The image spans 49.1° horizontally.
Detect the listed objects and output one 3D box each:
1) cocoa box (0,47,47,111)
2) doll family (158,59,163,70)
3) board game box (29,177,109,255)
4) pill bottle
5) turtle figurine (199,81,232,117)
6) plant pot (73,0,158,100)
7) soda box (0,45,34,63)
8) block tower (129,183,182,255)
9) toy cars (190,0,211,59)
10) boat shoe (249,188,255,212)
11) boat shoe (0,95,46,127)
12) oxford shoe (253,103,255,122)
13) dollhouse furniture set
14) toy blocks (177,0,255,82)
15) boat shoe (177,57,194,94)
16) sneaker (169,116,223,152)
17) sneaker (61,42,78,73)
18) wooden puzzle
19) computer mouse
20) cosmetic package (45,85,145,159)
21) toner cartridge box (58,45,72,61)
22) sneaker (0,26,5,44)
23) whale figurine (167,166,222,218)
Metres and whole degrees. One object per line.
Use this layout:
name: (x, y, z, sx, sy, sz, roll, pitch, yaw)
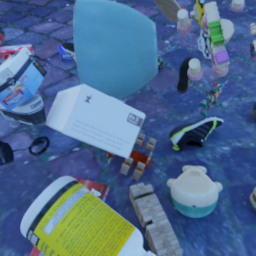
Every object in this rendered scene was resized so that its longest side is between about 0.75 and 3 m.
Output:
cocoa box: (-2.419, -1.078, 6.124, 0.775, 0.762, 1.162, -27, 31, 19)
doll family: (1.285, -2.833, 12.721, 0.621, 0.421, 1.074, 9, 50, 3)
board game box: (-1.466, 2.435, 7.479, 1.241, 0.234, 2.411, 11, 46, 10)
pill bottle: (-0.760, 2.528, 6.154, 2.896, 1.628, 1.628, 35, 53, 12)
turtle figurine: (2.577, -0.894, 8.355, 1.171, 0.877, 0.590, -43, 37, -17)
plant pot: (-0.183, -2.118, 7.837, 1.958, 2.907, 2.907, -3, 44, 5)
soda box: (-5.409, -3.508, 13.269, 1.733, 0.550, 0.607, -8, 45, -9)
block tower: (0.668, 2.453, 7.189, 0.593, 0.634, 2.194, -14, 47, -14)
toy cars: (2.704, -3.677, 10.475, 0.567, 2.562, 1.149, -8, 50, 16)
boat shoe: (4.682, 1.878, 7.386, 2.673, 0.987, 1.011, 2, 34, 3)
boat shoe: (-2.836, -0.493, 7.218, 2.248, 0.768, 0.830, 10, 38, 36)
oxford shoe: (5.678, -0.227, 9.800, 2.467, 0.896, 1.041, 7, 51, 20)
dollhouse furniture set: (0.058, 0.854, 8.905, 1.403, 0.730, 1.418, 24, 49, 7)
toy blocks: (2.468, -2.276, 7.644, 1.971, 1.659, 1.842, -12, 78, 13)
boat shoe: (1.812, -1.635, 8.800, 0.441, 1.167, 0.431, 18, 5, 21)
sneaker: (2.371, 0.269, 9.498, 2.122, 0.761, 0.879, -17, 70, -16)
sneaker: (-1.800, -2.424, 9.961, 1.407, 0.849, 0.588, 33, 47, 21)
wooden puzzle: (1.613, -4.684, 10.712, 0.379, 1.637, 1.516, -53, 27, 3)
computer mouse: (-2.590, 0.529, 6.420, 1.875, 0.319, 0.550, -13, 82, -54)
cosmetic package: (-0.918, -0.167, 6.306, 1.411, 1.027, 2.775, 24, -4, -21)
toner cartridge box: (-2.415, -3.777, 13.650, 1.821, 0.393, 0.865, -12, 47, -11)
sneaker: (-3.446, -2.045, 6.611, 0.828, 0.599, 1.694, -49, 21, -29)
whale figurine: (1.839, 1.746, 7.846, 1.502, 0.979, 1.887, 1, 20, 11)
